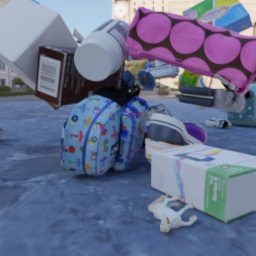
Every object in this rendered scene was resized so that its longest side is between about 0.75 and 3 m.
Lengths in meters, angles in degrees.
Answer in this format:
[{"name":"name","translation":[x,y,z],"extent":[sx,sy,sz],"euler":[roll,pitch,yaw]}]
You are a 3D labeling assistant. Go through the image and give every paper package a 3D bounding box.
[{"name":"paper package","translation":[-3.076,-1.983,11.855],"extent":[0.938,1.729,1.814],"euler":[-20,35,44]}]

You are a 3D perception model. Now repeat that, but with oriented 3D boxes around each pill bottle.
[{"name":"pill bottle","translation":[-0.524,-1.893,6.745],"extent":[1.049,1.049,1.844],"euler":[2,34,17]}]

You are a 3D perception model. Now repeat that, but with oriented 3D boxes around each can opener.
[{"name":"can opener","translation":[2.359,-0.839,7.872],"extent":[0.733,0.581,2.206],"euler":[-7,14,-38]}]

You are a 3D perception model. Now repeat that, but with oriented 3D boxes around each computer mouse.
[{"name":"computer mouse","translation":[4.014,-2.009,9.953],"extent":[0.539,2.343,1.645],"euler":[-28,55,-7]}]

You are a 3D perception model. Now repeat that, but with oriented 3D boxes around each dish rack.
[{"name":"dish rack","translation":[1.516,-2.381,12.281],"extent":[1.477,0.321,1.267],"euler":[-6,30,8]}]

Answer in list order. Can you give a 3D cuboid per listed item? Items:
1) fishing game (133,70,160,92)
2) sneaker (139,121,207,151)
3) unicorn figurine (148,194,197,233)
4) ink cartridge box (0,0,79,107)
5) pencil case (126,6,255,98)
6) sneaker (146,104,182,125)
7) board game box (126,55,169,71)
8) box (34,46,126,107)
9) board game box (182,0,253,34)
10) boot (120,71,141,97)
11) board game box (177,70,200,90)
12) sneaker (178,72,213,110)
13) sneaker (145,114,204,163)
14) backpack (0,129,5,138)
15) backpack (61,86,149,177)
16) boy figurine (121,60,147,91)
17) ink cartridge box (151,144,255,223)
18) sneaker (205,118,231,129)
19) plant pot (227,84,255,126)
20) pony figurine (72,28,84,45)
[{"name":"fishing game","translation":[0.557,-1.464,8.708],"extent":[0.986,0.706,0.153],"euler":[25,52,24]},{"name":"sneaker","translation":[1.200,0.372,8.763],"extent":[2.401,0.966,1.061],"euler":[-1,13,23]},{"name":"unicorn figurine","translation":[0.634,1.269,4.098],"extent":[0.695,0.374,1.012],"euler":[-15,-1,-25]},{"name":"ink cartridge box","translation":[-2.551,-2.113,8.384],"extent":[1.780,1.734,2.770],"euler":[34,-11,24]},{"name":"pencil case","translation":[1.371,-1.692,6.170],"extent":[2.933,1.374,1.331],"euler":[20,-17,15]},{"name":"sneaker","translation":[1.545,-0.508,13.497],"extent":[1.144,1.265,2.970],"euler":[-4,10,-29]},{"name":"board game box","translation":[1.025,-3.445,13.356],"extent":[2.306,1.561,0.397],"euler":[-24,-7,-21]},{"name":"box","translation":[-1.234,-1.489,7.914],"extent":[1.011,1.351,2.699],"euler":[21,22,25]},{"name":"board game box","translation":[2.281,-2.907,7.465],"extent":[1.435,0.378,1.875],"euler":[-23,40,19]},{"name":"boot","translation":[-0.413,-2.648,13.961],"extent":[2.169,1.037,2.872],"euler":[40,-9,18]},{"name":"board game box","translation":[2.393,-2.475,9.316],"extent":[0.593,2.489,1.264],"euler":[23,51,9]},{"name":"sneaker","translation":[2.582,-1.862,11.779],"extent":[1.155,1.071,2.849],"euler":[28,22,-20]},{"name":"sneaker","translation":[1.107,0.579,6.964],"extent":[1.059,1.072,2.701],"euler":[12,-12,33]},{"name":"backpack","translation":[-5.024,0.198,10.459],"extent":[0.775,0.583,0.688],"euler":[1,-20,40]},{"name":"backpack","translation":[-0.562,0.191,6.404],"extent":[1.418,1.924,2.107],"euler":[18,26,16]},{"name":"boy figurine","translation":[0.168,-1.970,9.754],"extent":[0.449,0.866,1.393],"euler":[-13,38,56]},{"name":"ink cartridge box","translation":[1.466,0.877,5.121],"extent":[1.323,0.796,1.820],"euler":[-6,8,-32]},{"name":"sneaker","translation":[4.561,-0.226,14.212],"extent":[1.258,0.502,0.818],"euler":[13,3,16]},{"name":"plant pot","translation":[6.601,-1.254,15.155],"extent":[2.465,2.458,2.511],"euler":[8,15,44]},{"name":"pony figurine","translation":[-1.227,-2.597,10.838],"extent":[2.164,2.089,1.802],"euler":[12,-13,-20]}]
